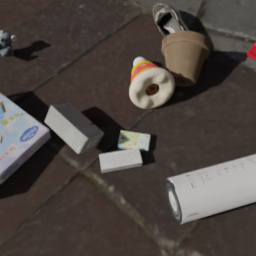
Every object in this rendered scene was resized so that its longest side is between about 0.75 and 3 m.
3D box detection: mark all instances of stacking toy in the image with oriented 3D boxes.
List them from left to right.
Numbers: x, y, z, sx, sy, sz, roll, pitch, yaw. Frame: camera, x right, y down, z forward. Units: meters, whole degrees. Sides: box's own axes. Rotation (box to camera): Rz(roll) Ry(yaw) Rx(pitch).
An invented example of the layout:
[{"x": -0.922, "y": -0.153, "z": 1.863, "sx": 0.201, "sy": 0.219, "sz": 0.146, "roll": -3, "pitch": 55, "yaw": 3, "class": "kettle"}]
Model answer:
[{"x": 0.535, "y": -1.697, "z": 9.119, "sx": 1.439, "sy": 1.439, "sz": 1.969, "roll": -13, "pitch": 44, "yaw": -8, "class": "stacking toy"}]

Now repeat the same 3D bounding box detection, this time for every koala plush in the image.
[{"x": -4.294, "y": -2.956, "z": 9.795, "sx": 0.711, "sy": 0.737, "sz": 0.802, "roll": 23, "pitch": 106, "yaw": 6, "class": "koala plush"}]

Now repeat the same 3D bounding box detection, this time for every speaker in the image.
[{"x": 2.488, "y": 1.483, "z": 7.159, "sx": 2.889, "sy": 1.173, "sz": 1.173, "roll": -14, "pitch": 61, "yaw": -8, "class": "speaker"}]

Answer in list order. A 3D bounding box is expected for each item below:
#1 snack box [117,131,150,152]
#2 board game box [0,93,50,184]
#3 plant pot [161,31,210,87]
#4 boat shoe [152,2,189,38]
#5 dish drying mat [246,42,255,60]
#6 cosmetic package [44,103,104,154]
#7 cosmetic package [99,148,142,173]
[{"x": 0.173, "y": 0.405, "z": 8.356, "sx": 0.903, "sy": 0.168, "sz": 0.525, "roll": 9, "pitch": 61, "yaw": 5, "class": "snack box"}, {"x": -4.040, "y": 0.297, "z": 7.992, "sx": 2.520, "sy": 0.520, "sz": 2.526, "roll": 36, "pitch": 62, "yaw": 13, "class": "board game box"}, {"x": 1.823, "y": -2.149, "z": 9.169, "sx": 1.590, "sy": 1.590, "sz": 1.387, "roll": 8, "pitch": 77, "yaw": 5, "class": "plant pot"}, {"x": 1.536, "y": -3.783, "z": 10.227, "sx": 0.762, "sy": 0.894, "sz": 2.673, "roll": 1, "pitch": 52, "yaw": -46, "class": "boat shoe"}, {"x": 5.313, "y": -2.375, "z": 9.929, "sx": 2.042, "sy": 0.186, "sz": 0.784, "roll": 33, "pitch": 64, "yaw": 18, "class": "dish drying mat"}, {"x": -1.577, "y": -0.016, "z": 8.133, "sx": 1.557, "sy": 0.702, "sz": 0.832, "roll": 42, "pitch": 28, "yaw": 17, "class": "cosmetic package"}, {"x": -0.218, "y": 0.928, "z": 7.983, "sx": 1.158, "sy": 0.293, "sz": 0.478, "roll": -9, "pitch": 63, "yaw": -5, "class": "cosmetic package"}]
